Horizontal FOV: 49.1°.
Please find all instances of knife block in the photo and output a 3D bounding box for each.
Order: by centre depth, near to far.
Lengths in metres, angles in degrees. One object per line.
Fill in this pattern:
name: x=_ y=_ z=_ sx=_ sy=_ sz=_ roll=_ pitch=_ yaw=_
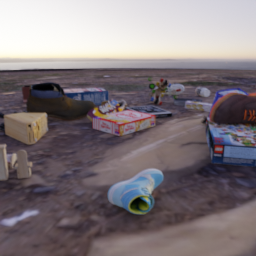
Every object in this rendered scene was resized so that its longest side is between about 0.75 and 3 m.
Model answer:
knife block: x=-3.762 y=-0.074 z=9.343 sx=1.884 sy=0.687 sz=2.146 roll=-1 pitch=15 yaw=0

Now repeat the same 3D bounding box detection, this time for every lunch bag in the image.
lunch bag: x=3.578 y=-0.646 z=10.085 sx=1.558 sy=1.325 sz=0.965 roll=-7 pitch=32 yaw=-31

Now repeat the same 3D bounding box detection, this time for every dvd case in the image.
dvd case: x=0.872 y=-0.709 z=12.558 sx=1.419 sy=0.234 sz=1.888 roll=-6 pitch=17 yaw=-23

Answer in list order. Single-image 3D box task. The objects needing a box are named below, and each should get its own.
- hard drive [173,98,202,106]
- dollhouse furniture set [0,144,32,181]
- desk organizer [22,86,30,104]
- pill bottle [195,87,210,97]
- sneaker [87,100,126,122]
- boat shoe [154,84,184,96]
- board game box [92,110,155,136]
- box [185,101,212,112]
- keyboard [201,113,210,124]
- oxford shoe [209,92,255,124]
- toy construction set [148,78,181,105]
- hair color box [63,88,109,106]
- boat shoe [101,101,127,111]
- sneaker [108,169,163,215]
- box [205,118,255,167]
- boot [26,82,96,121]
hard drive: x=3.162 y=-1.360 z=14.810 sx=1.406 sy=0.297 sz=0.948 roll=6 pitch=16 yaw=20
dollhouse furniture set: x=-2.997 y=0.590 z=6.753 sx=1.354 sy=0.775 sz=1.588 roll=-3 pitch=16 yaw=-14
desk organizer: x=-5.529 y=-2.056 z=16.232 sx=0.826 sy=0.886 sz=2.302 roll=-3 pitch=15 yaw=-10
pill bottle: x=4.674 y=-2.237 z=17.552 sx=0.558 sy=0.558 sz=0.959 roll=-4 pitch=17 yaw=-16
sneaker: x=-0.846 y=-0.742 z=11.128 sx=0.709 sy=0.852 sz=1.892 roll=46 pitch=32 yaw=14
boat shoe: x=2.571 y=-2.445 z=17.998 sx=1.959 sy=0.724 sz=0.835 roll=5 pitch=16 yaw=25
board game box: x=-0.138 y=-0.214 z=10.324 sx=1.432 sy=0.438 sz=1.891 roll=14 pitch=20 yaw=41
box: x=3.545 y=-1.022 z=13.489 sx=1.690 sy=0.350 sz=0.327 roll=14 pitch=21 yaw=39
keyboard: x=3.216 y=-0.215 z=10.844 sx=0.731 sy=0.278 sz=1.405 roll=18 pitch=25 yaw=15
oxford shoe: x=3.637 y=-0.551 z=8.565 sx=2.647 sy=0.942 sz=0.960 roll=-13 pitch=29 yaw=-27
toy construction set: x=1.846 y=-1.942 z=15.191 sx=1.717 sy=1.432 sz=1.320 roll=1 pitch=4 yaw=-6
hair color box: x=-2.470 y=-1.622 z=14.829 sx=2.628 sy=0.795 sz=1.314 roll=-6 pitch=17 yaw=-22
boat shoe: x=-0.662 y=-1.085 z=13.539 sx=1.258 sy=0.464 sz=0.435 roll=9 pitch=18 yaw=0
sneaker: x=0.338 y=1.192 z=5.137 sx=1.241 sy=0.494 sz=0.810 roll=-21 pitch=22 yaw=-31
box: x=3.368 y=0.327 z=8.130 sx=2.007 sy=0.554 sz=2.939 roll=3 pitch=16 yaw=11
boot: x=-2.616 y=-1.088 z=11.236 sx=2.836 sy=1.374 sz=1.059 roll=-7 pitch=46 yaw=-21
